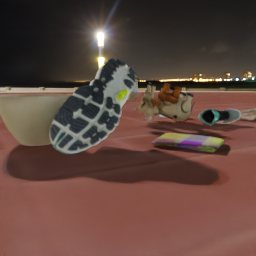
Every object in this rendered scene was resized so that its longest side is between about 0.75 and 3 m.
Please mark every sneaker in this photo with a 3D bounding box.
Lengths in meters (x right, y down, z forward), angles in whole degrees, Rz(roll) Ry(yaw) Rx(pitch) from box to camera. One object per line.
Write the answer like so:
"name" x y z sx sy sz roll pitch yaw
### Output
"sneaker" 3.044 -0.401 9.414 1.389 0.581 0.838 -5 2 21
"sneaker" -0.689 -0.390 6.381 1.138 1.169 2.936 36 48 0

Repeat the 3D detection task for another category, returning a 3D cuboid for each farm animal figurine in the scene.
"farm animal figurine" 0.761 -0.966 10.115 2.713 1.364 2.191 21 6 34

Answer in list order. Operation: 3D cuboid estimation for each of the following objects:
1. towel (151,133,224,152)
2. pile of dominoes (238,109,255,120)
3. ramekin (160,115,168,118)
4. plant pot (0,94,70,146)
"towel" 1.373 0.312 6.379 1.475 0.168 1.059 5 10 25
"pile of dominoes" 5.384 -0.455 11.281 2.544 0.405 1.983 -9 10 -2
"ramekin" 1.853 -0.735 11.863 1.024 0.499 1.024 0 9 0
"plant pot" -2.130 -0.204 6.539 1.672 1.122 1.672 1 9 0
